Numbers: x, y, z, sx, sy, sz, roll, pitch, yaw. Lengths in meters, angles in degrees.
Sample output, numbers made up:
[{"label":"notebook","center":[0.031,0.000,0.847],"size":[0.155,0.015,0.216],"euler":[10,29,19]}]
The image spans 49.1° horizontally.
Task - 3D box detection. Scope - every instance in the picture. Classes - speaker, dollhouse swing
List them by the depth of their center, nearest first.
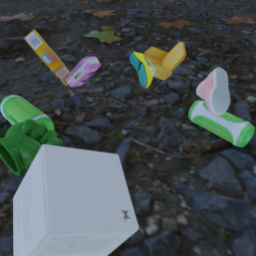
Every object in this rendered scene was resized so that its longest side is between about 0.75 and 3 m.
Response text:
[{"label":"dollhouse swing","center":[1.241,-2.588,10.028],"size":[1.182,1.144,1.301],"euler":[19,43,-13]},{"label":"speaker","center":[3.929,-0.222,12.007],"size":[1.164,1.164,2.633],"euler":[-29,47,-32]},{"label":"speaker","center":[-4.463,-0.450,12.253],"size":[2.798,1.237,1.237],"euler":[31,48,33]}]

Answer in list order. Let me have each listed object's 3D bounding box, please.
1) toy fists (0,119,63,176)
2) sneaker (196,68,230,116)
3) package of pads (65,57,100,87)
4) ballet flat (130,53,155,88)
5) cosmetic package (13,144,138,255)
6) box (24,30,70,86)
[{"label":"toy fists","center":[-2.071,0.967,7.327],"size":[2.832,0.974,1.443],"euler":[49,47,6]},{"label":"sneaker","center":[2.417,-0.897,8.136],"size":[0.634,0.880,1.684],"euler":[26,55,-16]},{"label":"package of pads","center":[-1.601,-1.990,9.949],"size":[0.462,1.221,0.736],"euler":[54,31,4]},{"label":"ballet flat","center":[0.495,-1.735,8.211],"size":[0.520,0.519,1.552],"euler":[-4,45,-19]},{"label":"cosmetic package","center":[-1.101,1.580,5.243],"size":[1.604,1.917,1.595],"euler":[12,43,-32]},{"label":"box","center":[-2.700,-2.360,10.063],"size":[0.511,2.462,1.466],"euler":[-41,87,-5]}]
